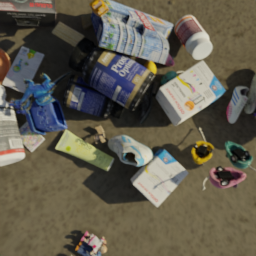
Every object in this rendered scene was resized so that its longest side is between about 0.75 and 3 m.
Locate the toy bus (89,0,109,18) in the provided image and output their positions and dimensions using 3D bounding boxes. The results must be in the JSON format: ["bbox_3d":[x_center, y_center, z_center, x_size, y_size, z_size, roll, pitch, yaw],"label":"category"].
[{"bbox_3d":[-0.869,-3.547,8.249,0.343,1.053,0.412,-36,118,5],"label":"toy bus"}]

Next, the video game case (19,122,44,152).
[{"bbox_3d":[-3.724,0.339,10.553,0.953,0.086,0.683,44,85,5],"label":"video game case"}]

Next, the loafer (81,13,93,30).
[{"bbox_3d":[-1.115,-4.401,10.834,1.614,0.614,0.544,-30,101,-4],"label":"loafer"}]

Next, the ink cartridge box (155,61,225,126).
[{"bbox_3d":[2.136,-1.171,9.991,1.848,1.337,1.360,-33,82,-5],"label":"ink cartridge box"}]

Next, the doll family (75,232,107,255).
[{"bbox_3d":[-1.416,4.620,9.789,1.136,0.825,1.830,33,66,11],"label":"doll family"}]

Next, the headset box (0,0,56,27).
[{"bbox_3d":[-3.842,-5.107,10.475,2.100,1.090,2.822,-3,82,-17],"label":"headset box"}]

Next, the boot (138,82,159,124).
[{"bbox_3d":[0.152,-1.212,10.511,1.672,0.665,1.921,18,74,4],"label":"boot"}]

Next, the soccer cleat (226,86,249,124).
[{"bbox_3d":[4.026,-0.865,10.253,0.504,0.623,1.444,20,81,-32],"label":"soccer cleat"}]

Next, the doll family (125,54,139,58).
[{"bbox_3d":[-0.243,-2.967,10.498,1.774,1.101,0.799,-21,122,-3],"label":"doll family"}]

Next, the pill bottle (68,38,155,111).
[{"bbox_3d":[-0.557,-1.786,9.157,2.595,1.451,1.451,31,84,1],"label":"pill bottle"}]

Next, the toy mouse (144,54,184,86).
[{"bbox_3d":[1.443,-2.274,10.568,1.678,0.365,1.888,9,71,-11],"label":"toy mouse"}]

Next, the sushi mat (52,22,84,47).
[{"bbox_3d":[-2.366,-3.675,11.051,1.206,0.073,0.577,31,83,4],"label":"sushi mat"}]

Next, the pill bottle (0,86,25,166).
[{"bbox_3d":[-4.728,-0.039,9.848,1.569,1.569,2.708,-17,83,-2],"label":"pill bottle"}]

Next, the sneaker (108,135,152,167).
[{"bbox_3d":[-0.091,0.778,9.773,1.886,0.762,0.722,18,119,40],"label":"sneaker"}]

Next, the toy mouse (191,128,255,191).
[{"bbox_3d":[3.295,1.280,9.260,2.513,0.547,2.828,15,39,16],"label":"toy mouse"}]

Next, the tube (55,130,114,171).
[{"bbox_3d":[-1.573,0.890,10.277,2.122,0.616,0.551,27,124,6],"label":"tube"}]

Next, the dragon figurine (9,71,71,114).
[{"bbox_3d":[-2.822,-1.155,9.303,2.185,0.643,1.086,-17,67,-14],"label":"dragon figurine"}]

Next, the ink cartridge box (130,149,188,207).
[{"bbox_3d":[1.039,1.714,9.817,1.171,1.151,1.591,45,85,0],"label":"ink cartridge box"}]

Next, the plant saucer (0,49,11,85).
[{"bbox_3d":[-5.331,-2.293,10.758,1.718,0.322,1.718,0,83,1],"label":"plant saucer"}]

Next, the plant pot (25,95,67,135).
[{"bbox_3d":[-3.003,-0.408,10.110,1.074,1.194,1.194,-21,81,3],"label":"plant pot"}]

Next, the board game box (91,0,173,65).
[{"bbox_3d":[0.356,-3.361,9.705,2.984,2.986,0.921,9,124,-20],"label":"board game box"}]

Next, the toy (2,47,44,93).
[{"bbox_3d":[-3.945,-2.183,10.709,0.964,0.395,1.674,22,83,5],"label":"toy"}]

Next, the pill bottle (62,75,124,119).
[{"bbox_3d":[-1.190,-1.052,10.085,2.109,1.179,1.179,17,83,-9],"label":"pill bottle"}]

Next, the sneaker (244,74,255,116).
[{"bbox_3d":[5.152,-1.333,10.503,1.010,0.706,2.030,20,88,-3],"label":"sneaker"}]

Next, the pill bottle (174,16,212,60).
[{"bbox_3d":[2.394,-3.303,10.287,0.907,0.907,1.588,-18,56,-2],"label":"pill bottle"}]

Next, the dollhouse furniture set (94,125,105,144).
[{"bbox_3d":[-1.082,0.259,10.113,0.395,0.763,0.338,-26,118,4],"label":"dollhouse furniture set"}]
